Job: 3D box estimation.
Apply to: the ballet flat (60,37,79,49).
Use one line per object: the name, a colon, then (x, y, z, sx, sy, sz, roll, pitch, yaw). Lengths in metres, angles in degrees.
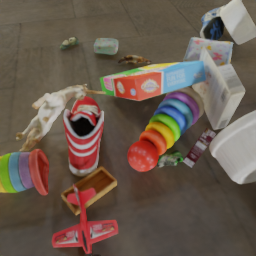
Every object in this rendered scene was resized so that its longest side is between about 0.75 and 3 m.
ballet flat: (-2.564, -3.696, 12.101, 0.906, 0.336, 0.336, -33, 54, -28)

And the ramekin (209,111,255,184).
ramekin: (3.217, 0.480, 6.670, 2.284, 2.284, 1.064, -14, 61, -13)

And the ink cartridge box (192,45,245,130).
ink cartridge box: (2.501, -1.136, 8.029, 0.438, 1.960, 1.727, -15, 63, -5)

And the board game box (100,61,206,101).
board game box: (0.620, -1.509, 8.722, 2.200, 0.580, 2.875, -19, 17, -20)

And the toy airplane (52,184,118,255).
toy airplane: (-0.988, 2.024, 6.088, 1.634, 0.300, 1.634, -3, 80, 20)

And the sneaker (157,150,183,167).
sneaker: (1.139, 0.879, 7.585, 0.792, 0.309, 0.338, -21, 51, -19)

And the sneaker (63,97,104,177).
sneaker: (-1.179, -0.300, 7.759, 1.043, 1.646, 2.928, 0, 45, -8)

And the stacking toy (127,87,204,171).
stacking toy: (0.998, 0.053, 7.762, 1.243, 1.243, 2.912, 25, 51, 22)

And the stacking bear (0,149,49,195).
stacking bear: (-3.002, 1.160, 6.895, 1.822, 1.036, 1.106, -11, 46, -4)

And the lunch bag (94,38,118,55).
lunch bag: (-0.943, -3.415, 11.769, 0.994, 0.383, 0.797, 5, 48, 6)

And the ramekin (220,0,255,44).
ramekin: (4.663, -4.460, 11.801, 0.917, 1.881, 1.881, -29, 36, 31)

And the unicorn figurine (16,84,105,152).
unicorn figurine: (-2.084, -0.451, 7.745, 2.509, 0.927, 1.723, -31, 13, 24)

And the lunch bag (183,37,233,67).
lunch bag: (2.962, -2.568, 10.378, 1.593, 1.195, 1.879, 13, 56, 14)

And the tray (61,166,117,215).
tray: (-0.961, 1.538, 6.994, 1.270, 0.235, 0.627, -33, 54, -27)

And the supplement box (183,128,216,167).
supplement box: (1.861, 0.521, 7.339, 0.300, 0.984, 0.535, 36, 39, 14)

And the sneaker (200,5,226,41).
sneaker: (3.824, -4.701, 12.823, 0.993, 0.976, 2.577, 5, 41, 39)

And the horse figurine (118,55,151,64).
horse figurine: (0.236, -2.679, 11.029, 1.193, 0.298, 0.791, 9, 24, 19)
